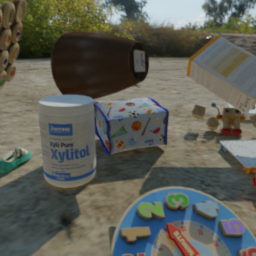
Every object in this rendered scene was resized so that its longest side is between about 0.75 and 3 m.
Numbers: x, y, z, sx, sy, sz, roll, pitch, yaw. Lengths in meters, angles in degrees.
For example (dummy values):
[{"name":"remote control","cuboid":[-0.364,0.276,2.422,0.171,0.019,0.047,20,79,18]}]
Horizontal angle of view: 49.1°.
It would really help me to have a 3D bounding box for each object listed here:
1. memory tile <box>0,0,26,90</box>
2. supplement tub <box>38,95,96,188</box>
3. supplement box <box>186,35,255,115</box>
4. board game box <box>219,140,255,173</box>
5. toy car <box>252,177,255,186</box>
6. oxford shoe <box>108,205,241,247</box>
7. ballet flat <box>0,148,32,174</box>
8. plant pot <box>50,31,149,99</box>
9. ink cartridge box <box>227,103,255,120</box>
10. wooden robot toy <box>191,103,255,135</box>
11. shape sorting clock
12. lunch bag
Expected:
[{"name":"memory tile","cuboid":[-2.877,-1.796,6.467,0.185,2.198,1.685,20,32,-6]},{"name":"supplement tub","cuboid":[-1.684,0.340,7.904,1.527,2.314,1.527,0,19,0]},{"name":"supplement box","cuboid":[3.830,-2.022,10.434,1.756,1.024,2.786,-40,63,-18]},{"name":"board game box","cuboid":[4.458,0.907,9.412,2.095,0.271,2.095,-1,19,-5]},{"name":"toy car","cuboid":[3.508,0.796,6.942,0.836,2.511,1.232,-8,34,18]},{"name":"oxford shoe","cuboid":[0.949,1.801,5.183,2.782,1.040,0.980,-11,-18,-31]},{"name":"ballet flat","cuboid":[-3.560,0.928,8.950,0.502,0.525,1.492,10,21,13]},{"name":"plant pot","cuboid":[-0.742,-2.128,9.433,2.665,2.491,2.491,3,18,32]},{"name":"ink cartridge box","cuboid":[6.036,-0.808,14.145,1.824,0.408,1.607,3,20,8]},{"name":"wooden robot toy","cuboid":[4.259,-0.244,12.137,2.953,1.301,1.340,5,-16,15]},{"name":"shape sorting clock","cuboid":[0.993,2.040,4.162,2.590,0.508,2.590,7,50,-8]},{"name":"lunch bag","cuboid":[-0.072,-0.297,10.746,2.374,1.729,2.792,-8,28,-18]}]
